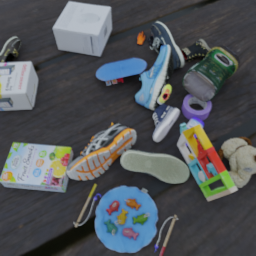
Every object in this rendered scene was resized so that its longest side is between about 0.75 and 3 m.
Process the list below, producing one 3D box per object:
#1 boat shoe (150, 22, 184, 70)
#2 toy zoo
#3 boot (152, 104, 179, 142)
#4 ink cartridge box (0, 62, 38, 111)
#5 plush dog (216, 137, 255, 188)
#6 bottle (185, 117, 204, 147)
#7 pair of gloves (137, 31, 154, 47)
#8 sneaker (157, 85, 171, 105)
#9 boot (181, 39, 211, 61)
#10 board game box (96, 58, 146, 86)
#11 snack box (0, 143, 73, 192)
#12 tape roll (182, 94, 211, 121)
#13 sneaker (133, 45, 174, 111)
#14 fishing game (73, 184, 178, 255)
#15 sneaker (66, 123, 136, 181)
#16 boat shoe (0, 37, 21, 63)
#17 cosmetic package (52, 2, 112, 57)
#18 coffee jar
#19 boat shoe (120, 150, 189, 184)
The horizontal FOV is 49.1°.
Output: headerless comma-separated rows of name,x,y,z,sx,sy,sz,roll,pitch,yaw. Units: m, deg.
boat shoe,1.527,-3.577,12.296,0.796,0.964,2.574,-22,73,-11
toy zoo,2.223,0.951,8.584,0.254,1.627,2.480,-21,73,-16
boot,1.169,-0.207,10.330,0.774,0.623,1.713,25,52,23
ink cartridge box,-4.904,-1.607,10.925,2.385,1.043,1.733,-2,56,-3
plush dog,3.698,0.914,9.221,1.696,1.361,1.457,-23,40,-14
bottle,2.218,0.205,10.068,0.543,0.424,1.299,36,62,8
pair of gloves,0.888,-4.167,13.124,0.946,0.117,0.843,10,67,3
sneaker,1.382,-1.233,10.156,0.330,0.382,0.845,31,69,-11
boot,3.122,-3.113,12.248,1.121,0.536,1.484,-27,69,-9
board game box,-0.261,-2.291,11.686,2.128,0.414,1.681,-12,35,2
snack box,-2.979,1.299,9.298,2.032,0.538,1.445,5,57,3
tape roll,2.617,-0.800,10.748,1.058,0.449,1.058,0,56,-1
sneaker,0.974,-2.119,11.031,1.266,1.104,2.816,15,72,20
fishing game,-0.040,2.678,8.448,2.836,0.441,2.030,22,62,14
sneaker,-0.975,0.768,9.477,2.665,1.043,1.029,-34,50,-24
boat shoe,-5.158,-3.120,12.167,0.598,0.708,1.985,21,66,9
cosmetic package,-1.991,-4.491,12.692,2.047,1.258,2.040,12,57,7
coffee jar,3.288,-2.185,10.869,1.354,1.107,2.596,42,54,8
boat shoe,0.871,1.208,9.144,2.365,0.736,0.882,14,93,-10
